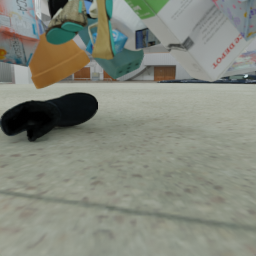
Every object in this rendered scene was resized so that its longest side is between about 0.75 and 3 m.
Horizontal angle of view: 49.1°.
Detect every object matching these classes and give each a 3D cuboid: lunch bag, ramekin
[{"bbox_3d":[2.001,-2.635,4.737,1.106,1.475,1.740,-28,-25,4],"label":"lunch bag"},{"bbox_3d":[-0.016,-3.480,9.349,1.955,0.953,1.955,31,-9,6],"label":"ramekin"}]

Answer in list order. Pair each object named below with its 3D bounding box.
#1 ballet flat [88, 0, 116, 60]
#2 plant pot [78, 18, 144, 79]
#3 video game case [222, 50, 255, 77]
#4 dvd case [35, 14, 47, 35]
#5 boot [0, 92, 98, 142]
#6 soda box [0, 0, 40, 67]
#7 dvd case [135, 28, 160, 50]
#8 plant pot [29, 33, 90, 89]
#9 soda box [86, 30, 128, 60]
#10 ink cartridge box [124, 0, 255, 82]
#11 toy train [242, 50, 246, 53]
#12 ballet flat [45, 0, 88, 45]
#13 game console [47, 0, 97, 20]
[{"bbox_3d":[-0.493,-1.921,4.963,0.458,1.453,0.499,-4,-9,7],"label":"ballet flat"},{"bbox_3d":[-0.597,-3.505,11.143,1.898,2.687,1.899,-27,-7,-12],"label":"plant pot"},{"bbox_3d":[3.166,-1.753,7.330,1.304,0.150,1.188,-7,30,37],"label":"video game case"},{"bbox_3d":[-3.435,-3.776,10.409,0.212,2.415,1.723,-31,49,11],"label":"dvd case"},{"bbox_3d":[-1.997,-0.373,7.839,2.713,1.036,2.280,-10,10,-15],"label":"boot"},{"bbox_3d":[-2.645,-2.645,6.283,0.817,2.570,0.879,6,-34,-37],"label":"soda box"},{"bbox_3d":[0.618,-2.795,8.645,0.867,0.618,0.076,-18,46,-15],"label":"dvd case"},{"bbox_3d":[-2.433,-2.344,9.064,2.004,1.403,2.004,-23,23,10],"label":"plant pot"},{"bbox_3d":[-0.574,-2.452,8.147,0.500,0.529,1.560,35,31,5],"label":"soda box"},{"bbox_3d":[1.557,-2.672,6.429,2.674,1.953,1.127,42,0,-23],"label":"ink cartridge box"},{"bbox_3d":[3.965,-2.901,10.837,1.887,1.417,0.525,12,-21,-13],"label":"toy train"},{"bbox_3d":[-1.274,-2.242,5.859,0.614,0.682,1.811,9,-2,-29],"label":"ballet flat"},{"bbox_3d":[-1.686,-4.008,8.861,0.271,1.326,2.248,12,16,28],"label":"game console"}]
